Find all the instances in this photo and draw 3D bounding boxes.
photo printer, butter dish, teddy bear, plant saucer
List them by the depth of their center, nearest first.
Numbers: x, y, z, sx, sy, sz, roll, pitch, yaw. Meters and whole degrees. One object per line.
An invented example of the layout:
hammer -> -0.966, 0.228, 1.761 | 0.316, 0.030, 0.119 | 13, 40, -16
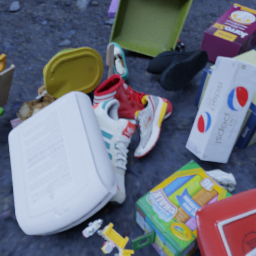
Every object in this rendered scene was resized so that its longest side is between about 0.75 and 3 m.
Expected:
butter dish -> 1.878, 2.087, 5.007 | 1.668, 1.233, 1.663 | -11, 75, -21
photo printer -> -1.534, 0.835, 6.320 | 2.317, 0.967, 2.785 | -31, 56, 14
teddy bear -> -2.230, -0.863, 8.718 | 1.811, 0.834, 2.497 | -4, 37, 27
plant saucer -> 0.757, -3.895, 10.077 | 2.413, 2.417, 0.579 | 15, 37, -5

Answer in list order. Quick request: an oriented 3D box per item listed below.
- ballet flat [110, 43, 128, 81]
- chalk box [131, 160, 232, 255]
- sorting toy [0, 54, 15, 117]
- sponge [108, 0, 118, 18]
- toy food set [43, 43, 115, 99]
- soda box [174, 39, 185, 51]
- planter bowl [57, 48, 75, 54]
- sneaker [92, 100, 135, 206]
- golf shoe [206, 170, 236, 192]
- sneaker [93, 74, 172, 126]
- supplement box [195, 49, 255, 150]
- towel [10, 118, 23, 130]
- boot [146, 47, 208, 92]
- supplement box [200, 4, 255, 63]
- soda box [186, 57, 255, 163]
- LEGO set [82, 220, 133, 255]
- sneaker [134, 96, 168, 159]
ballet flat -> -0.343, -2.340, 9.653 | 0.499, 0.521, 1.481 | -19, 83, 4
chalk box -> 1.020, 2.005, 6.073 | 2.148, 1.341, 1.331 | -32, 57, -22
sorting toy -> -3.599, -0.927, 7.439 | 0.352, 2.584, 1.455 | 28, 37, -5
sponge -> -0.165, -5.839, 13.247 | 1.201, 0.321, 2.152 | 6, 51, 4
toy food set -> -1.464, -1.645, 7.913 | 2.253, 1.325, 0.736 | -24, 39, -34
soda box -> 1.867, -3.352, 11.149 | 0.317, 0.354, 1.000 | -15, 52, -16
planter bowl -> -1.624, -2.055, 9.336 | 1.579, 1.579, 0.658 | 10, 43, 8
sneaker -> -0.413, 0.451, 7.185 | 1.369, 1.031, 2.929 | -29, 55, 12
golf shoe -> 2.230, 1.305, 7.327 | 1.108, 0.434, 0.538 | 15, 34, 5
sneaker -> 0.180, -0.832, 8.323 | 2.483, 1.434, 0.973 | -8, 49, -9
supplement box -> 3.647, -0.925, 8.400 | 2.194, 1.474, 2.196 | -24, 54, -18
towel -> -3.216, -0.060, 8.567 | 0.599, 0.122, 0.818 | -24, 54, -19
boot -> 1.306, -1.927, 9.080 | 2.191, 0.811, 1.795 | -38, 32, -27
supplement box -> 4.063, -3.550, 10.793 | 1.469, 1.140, 2.662 | 31, 57, 23
soda box -> 2.367, -0.428, 7.053 | 0.856, 2.512, 0.800 | 10, 17, -22
LEGO set -> -0.305, 2.401, 5.288 | 0.659, 0.534, 1.433 | -23, 80, -38
sneaker -> 0.478, -0.043, 7.897 | 0.795, 0.753, 1.934 | 20, 67, -6
